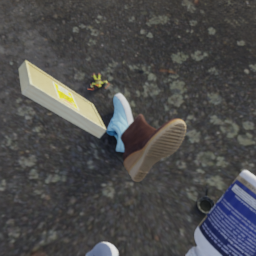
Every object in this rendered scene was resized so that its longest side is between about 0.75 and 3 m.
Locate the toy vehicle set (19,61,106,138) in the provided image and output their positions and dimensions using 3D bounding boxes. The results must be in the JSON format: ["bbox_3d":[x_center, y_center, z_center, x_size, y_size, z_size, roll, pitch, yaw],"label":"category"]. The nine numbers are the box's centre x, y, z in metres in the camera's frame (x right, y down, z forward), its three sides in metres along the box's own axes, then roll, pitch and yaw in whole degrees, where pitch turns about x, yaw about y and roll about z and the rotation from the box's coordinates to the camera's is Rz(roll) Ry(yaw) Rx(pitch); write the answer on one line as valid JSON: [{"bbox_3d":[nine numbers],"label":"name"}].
[{"bbox_3d":[-1.913,-0.820,8.256,0.350,2.643,1.642,-47,38,12],"label":"toy vehicle set"}]

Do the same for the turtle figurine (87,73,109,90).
[{"bbox_3d":[-1.424,-2.109,12.723,1.002,0.323,0.808,-15,61,-9],"label":"turtle figurine"}]

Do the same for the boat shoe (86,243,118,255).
[{"bbox_3d":[-0.597,3.369,7.350,0.578,1.770,0.651,5,62,-28],"label":"boat shoe"}]

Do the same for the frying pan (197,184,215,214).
[{"bbox_3d":[2.740,2.599,10.126,0.622,0.167,1.028,-10,59,-7],"label":"frying pan"}]

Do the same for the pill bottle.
[{"bbox_3d":[2.567,2.519,6.667,1.524,1.524,2.744,38,96,19],"label":"pill bottle"}]

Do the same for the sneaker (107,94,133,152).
[{"bbox_3d":[-0.392,-0.241,11.282,1.080,0.974,2.636,-11,60,-11],"label":"sneaker"}]

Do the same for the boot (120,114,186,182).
[{"bbox_3d":[0.520,0.154,7.808,0.824,2.276,1.893,22,32,-29],"label":"boot"}]
